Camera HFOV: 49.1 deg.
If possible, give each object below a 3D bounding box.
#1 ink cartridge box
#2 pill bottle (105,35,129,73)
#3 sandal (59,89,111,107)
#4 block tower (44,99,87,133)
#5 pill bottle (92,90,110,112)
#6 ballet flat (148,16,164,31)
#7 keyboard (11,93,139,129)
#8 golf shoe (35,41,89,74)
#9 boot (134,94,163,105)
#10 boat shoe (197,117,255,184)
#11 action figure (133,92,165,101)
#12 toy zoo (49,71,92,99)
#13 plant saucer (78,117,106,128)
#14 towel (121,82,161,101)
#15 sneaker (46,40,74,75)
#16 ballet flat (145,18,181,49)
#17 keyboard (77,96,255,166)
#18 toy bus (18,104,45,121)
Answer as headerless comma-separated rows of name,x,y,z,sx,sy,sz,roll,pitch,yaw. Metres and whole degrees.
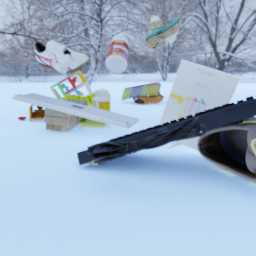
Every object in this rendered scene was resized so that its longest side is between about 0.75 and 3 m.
ink cartridge box,1.297,-0.328,5.304,1.016,1.623,1.043,23,18,18
pill bottle,-0.256,-1.932,7.195,0.549,0.549,0.979,1,54,6
sandal,-1.603,-0.799,10.050,1.951,0.775,0.849,-10,-19,-19
block tower,-1.640,-0.387,7.661,0.633,0.591,2.188,8,12,3
pill bottle,-0.780,-0.633,8.190,0.528,0.936,0.528,0,11,0
ballet flat,0.663,-2.655,7.105,0.381,0.353,1.081,-12,18,-1
keyboard,-1.234,-0.444,6.523,2.947,0.157,0.829,15,12,15
golf shoe,-2.149,-2.231,8.745,2.066,0.951,0.750,9,44,29
boot,0.934,-1.264,12.844,1.225,0.451,0.948,-8,6,25
boat shoe,1.713,0.306,3.340,0.771,0.931,2.592,-16,9,-11
action figure,1.080,-1.716,14.074,1.662,0.848,0.988,-7,19,-21
toy zoo,-2.072,-1.494,10.798,1.599,1.049,0.164,-37,15,-26
plant saucer,-0.896,-0.200,7.648,0.768,0.184,0.767,2,24,6
towel,0.645,-1.751,13.412,1.867,0.213,1.341,-8,30,13
sneaker,-1.869,-2.069,7.785,0.536,0.578,1.426,27,25,-47
ballet flat,1.039,-2.541,7.719,0.528,0.488,1.496,-44,18,-21
keyboard,0.504,0.049,3.839,2.801,0.288,1.780,-18,0,21
toy bus,-2.747,-0.558,8.696,1.164,0.601,1.098,7,13,31
